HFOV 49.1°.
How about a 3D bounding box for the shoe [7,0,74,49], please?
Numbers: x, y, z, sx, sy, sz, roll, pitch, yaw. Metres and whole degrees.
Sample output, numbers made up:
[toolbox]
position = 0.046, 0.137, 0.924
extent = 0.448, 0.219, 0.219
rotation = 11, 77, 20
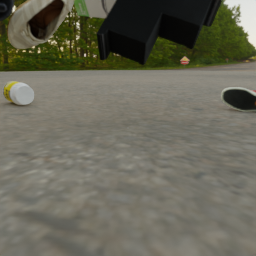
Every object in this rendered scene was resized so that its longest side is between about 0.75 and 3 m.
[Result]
[shoe]
position = -2.296, -2.693, 7.046
extent = 0.934, 0.713, 2.673
rotation = 22, -36, -40

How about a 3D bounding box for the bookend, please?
[bookend]
position = 0.862, -2.719, 7.596
extent = 2.536, 2.520, 1.168
rotation = 22, -19, 7

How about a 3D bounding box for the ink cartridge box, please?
[ink cartridge box]
position = -0.592, -4.582, 9.628
extent = 2.136, 0.897, 1.554
rotation = 14, 59, 18

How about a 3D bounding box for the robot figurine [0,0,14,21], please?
[robot figurine]
position = -3.506, -3.295, 7.139
extent = 1.072, 1.291, 1.719
rotation = 32, 5, -37

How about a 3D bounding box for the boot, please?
[boot]
position = 4.724, -1.092, 10.644
extent = 2.221, 0.804, 1.602
rotation = 14, 18, 20

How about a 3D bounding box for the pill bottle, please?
[pill bottle]
position = -4.579, -1.452, 11.719
extent = 0.910, 0.910, 1.592
rotation = -10, 17, -36
